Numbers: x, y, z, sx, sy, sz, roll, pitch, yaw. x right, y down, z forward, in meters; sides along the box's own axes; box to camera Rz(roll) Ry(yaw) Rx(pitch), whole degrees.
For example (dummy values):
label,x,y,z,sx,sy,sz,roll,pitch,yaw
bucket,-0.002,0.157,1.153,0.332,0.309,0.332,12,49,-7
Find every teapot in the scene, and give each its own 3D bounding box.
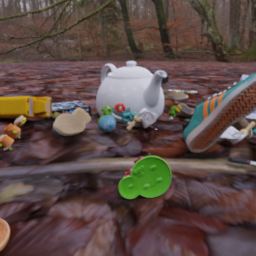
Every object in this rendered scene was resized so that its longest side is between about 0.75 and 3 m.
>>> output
label,x,y,z,sx,sy,sz,roll,pitch,yaw
teapot,0.048,-1.538,11.119,2.936,2.144,2.898,2,16,8

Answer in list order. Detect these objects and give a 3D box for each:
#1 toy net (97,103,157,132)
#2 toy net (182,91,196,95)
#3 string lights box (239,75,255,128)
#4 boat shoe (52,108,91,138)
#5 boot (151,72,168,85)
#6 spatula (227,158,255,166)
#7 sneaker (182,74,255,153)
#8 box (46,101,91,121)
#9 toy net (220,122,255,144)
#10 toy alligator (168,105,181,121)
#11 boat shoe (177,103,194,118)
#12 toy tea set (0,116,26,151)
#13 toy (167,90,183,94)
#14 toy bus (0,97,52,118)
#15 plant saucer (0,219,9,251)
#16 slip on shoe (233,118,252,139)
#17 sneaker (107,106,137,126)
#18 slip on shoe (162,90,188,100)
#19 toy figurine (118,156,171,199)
label,x,y,z,sx,sy,sz,roll,pitch,yaw
toy net,0.016,-0.405,9.038,1.983,1.040,0.383,-9,30,-22
toy net,3.430,-2.022,16.181,1.086,0.210,0.570,2,14,2
string lights box,4.414,-0.912,9.767,0.976,0.560,1.899,8,59,6
boat shoe,-1.741,-0.042,8.455,0.766,0.690,2.129,40,18,-4
boot,1.121,-2.311,12.933,1.424,0.552,0.985,4,13,3
spatula,2.896,0.831,6.401,1.219,0.125,0.344,11,59,30
sneaker,2.325,-0.523,7.174,0.907,2.541,1.015,29,28,-33
box,-2.560,-0.728,11.441,1.742,0.401,1.384,-9,19,-28
toy net,3.537,0.228,7.772,1.891,0.365,0.992,-13,33,18
toy alligator,1.704,-0.614,10.597,0.402,0.291,1.213,-36,4,31
boat shoe,2.303,-0.664,11.172,0.367,0.348,0.970,-37,40,-4
toy tea set,-3.334,0.265,8.100,0.804,0.500,1.352,-29,27,22
toy,2.648,-2.037,16.106,0.603,0.247,1.048,-13,15,-41
toy bus,-3.984,-0.753,10.350,2.343,0.762,0.917,1,-1,23
plant saucer,-2.243,1.633,3.885,1.128,0.211,1.128,-1,17,0
slip on shoe,3.403,-0.194,8.597,0.445,1.170,0.354,-29,-21,36
sneaker,-0.182,-0.524,9.467,1.207,0.550,0.468,27,8,-33
slip on shoe,2.369,-1.800,14.897,1.590,0.482,0.605,6,18,19
toy figurine,0.249,0.958,5.703,1.055,0.792,0.971,-27,6,-6
